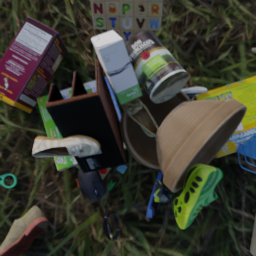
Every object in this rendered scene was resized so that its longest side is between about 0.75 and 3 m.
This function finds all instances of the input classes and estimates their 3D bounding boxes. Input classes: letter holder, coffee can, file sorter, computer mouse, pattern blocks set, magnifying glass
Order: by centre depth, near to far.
[{"bbox_3d":[-1.077,-0.334,8.063,1.346,2.677,1.903,-12,43,6],"label":"letter holder"},{"bbox_3d":[0.744,-1.766,8.185,1.268,1.268,1.732,-33,67,-3],"label":"coffee can"},{"bbox_3d":[3.952,0.740,8.332,0.818,1.179,0.723,21,47,-10],"label":"file sorter"},{"bbox_3d":[-0.915,2.428,9.145,0.793,0.461,2.706,-25,92,-19],"label":"computer mouse"},{"bbox_3d":[-1.204,1.240,9.834,2.135,0.173,1.877,43,81,4],"label":"pattern blocks set"},{"bbox_3d":[-4.520,1.809,9.835,1.224,0.137,0.487,9,84,2],"label":"magnifying glass"}]

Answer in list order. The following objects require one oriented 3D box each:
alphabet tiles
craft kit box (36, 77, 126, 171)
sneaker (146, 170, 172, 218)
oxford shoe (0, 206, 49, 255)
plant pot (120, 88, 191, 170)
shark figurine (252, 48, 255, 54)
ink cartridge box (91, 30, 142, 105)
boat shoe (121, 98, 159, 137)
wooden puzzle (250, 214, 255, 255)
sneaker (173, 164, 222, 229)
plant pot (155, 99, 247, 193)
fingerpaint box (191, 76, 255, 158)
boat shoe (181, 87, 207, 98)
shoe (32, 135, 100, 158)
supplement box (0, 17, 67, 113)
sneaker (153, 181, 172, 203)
[{"bbox_3d":[-0.054,-3.804,8.423,2.189,2.631,0.083,4,43,6],"label":"alphabet tiles"},{"bbox_3d":[-1.516,-0.150,9.679,2.587,0.636,2.620,-17,81,-9],"label":"craft kit box"},{"bbox_3d":[1.129,2.312,9.549,0.653,0.588,1.676,18,83,9],"label":"sneaker"},{"bbox_3d":[-3.679,3.620,9.456,2.294,0.808,0.858,-42,56,0],"label":"oxford shoe"},{"bbox_3d":[0.902,0.001,9.257,2.729,1.260,2.729,3,82,-21],"label":"plant pot"},{"bbox_3d":[5.138,-2.897,10.183,1.042,0.435,0.623,-30,86,-1],"label":"shark figurine"},{"bbox_3d":[-0.320,-1.656,7.577,0.698,1.209,1.655,-24,123,-3],"label":"ink cartridge box"},{"bbox_3d":[0.375,-0.391,8.070,0.578,0.494,1.577,-44,96,-4],"label":"boat shoe"},{"bbox_3d":[5.086,3.738,9.552,1.726,0.299,2.558,5,84,1],"label":"wooden puzzle"},{"bbox_3d":[2.044,2.128,8.218,1.065,0.944,2.549,4,129,-14],"label":"sneaker"},{"bbox_3d":[1.759,0.233,7.766,2.980,2.980,1.376,-45,67,-4],"label":"plant pot"},{"bbox_3d":[3.803,-0.406,9.525,2.647,0.971,2.208,-19,85,1],"label":"fingerpaint box"},{"bbox_3d":[2.332,-1.243,10.045,0.965,0.348,0.342,-5,119,2],"label":"boat shoe"},{"bbox_3d":[-1.614,0.558,7.213,1.818,0.636,0.485,1,44,13],"label":"shoe"},{"bbox_3d":[-3.375,-2.049,9.522,1.185,1.527,2.767,29,85,3],"label":"supplement box"},{"bbox_3d":[1.059,1.956,8.464,0.513,1.268,0.468,11,65,15],"label":"sneaker"}]
